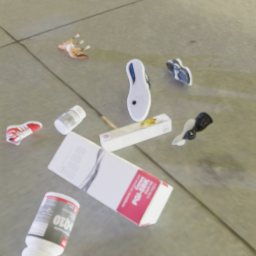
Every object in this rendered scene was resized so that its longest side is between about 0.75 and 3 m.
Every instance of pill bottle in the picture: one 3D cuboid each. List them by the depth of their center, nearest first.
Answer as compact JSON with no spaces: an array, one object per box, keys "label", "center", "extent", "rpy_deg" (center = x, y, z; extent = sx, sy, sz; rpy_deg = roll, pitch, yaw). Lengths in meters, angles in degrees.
[{"label":"pill bottle","center":[-1.867,2.473,6.738],"extent":[0.909,0.909,1.595],"rpy_deg":[11,57,10]},{"label":"pill bottle","center":[-1.909,-0.277,9.297],"extent":[0.552,0.552,0.970],"rpy_deg":[27,53,24]}]

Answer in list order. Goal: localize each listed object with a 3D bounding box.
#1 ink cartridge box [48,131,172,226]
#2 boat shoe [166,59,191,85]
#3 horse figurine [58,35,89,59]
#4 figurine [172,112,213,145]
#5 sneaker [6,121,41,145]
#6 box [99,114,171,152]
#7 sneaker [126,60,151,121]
[{"label":"ink cartridge box","center":[-0.365,1.282,7.085],"extent":[2.628,1.929,1.089],"rpy_deg":[26,83,21]},{"label":"boat shoe","center":[2.101,-2.303,11.687],"extent":[0.544,0.682,1.804],"rpy_deg":[-9,35,-10]},{"label":"horse figurine","center":[-2.514,-3.744,13.166],"extent":[1.154,0.435,1.741],"rpy_deg":[-31,58,-12]},{"label":"figurine","center":[1.995,0.118,9.034],"extent":[1.142,1.170,0.504],"rpy_deg":[-41,89,-25]},{"label":"sneaker","center":[-3.494,0.176,9.356],"extent":[1.176,0.419,0.661],"rpy_deg":[-12,44,0]},{"label":"box","center":[0.275,0.161,9.252],"extent":[2.406,0.499,0.466],"rpy_deg":[-19,36,-15]},{"label":"sneaker","center":[0.546,-1.291,10.569],"extent":[0.845,1.293,2.312],"rpy_deg":[-7,77,20]}]
